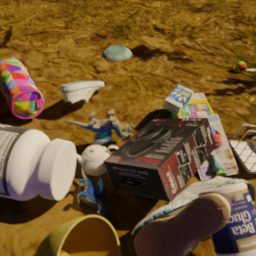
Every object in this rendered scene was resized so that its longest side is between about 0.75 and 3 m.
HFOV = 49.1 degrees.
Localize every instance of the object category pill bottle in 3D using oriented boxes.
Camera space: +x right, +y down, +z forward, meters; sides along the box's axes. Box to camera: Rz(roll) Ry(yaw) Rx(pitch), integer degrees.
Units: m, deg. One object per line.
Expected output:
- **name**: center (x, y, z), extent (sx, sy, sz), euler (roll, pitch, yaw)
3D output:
- **pill bottle**: center (-2.937, 0.814, 6.866), extent (2.995, 1.735, 1.735), euler (9, 41, 9)
- **pill bottle**: center (1.973, 1.925, 5.183), extent (0.925, 0.925, 1.666), euler (-11, 75, -13)

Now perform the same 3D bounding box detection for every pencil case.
- **pencil case**: center (-3.796, -1.451, 9.740), extent (1.224, 1.224, 2.770), euler (-19, 45, -22)

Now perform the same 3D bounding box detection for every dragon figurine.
- **dragon figurine**: center (-0.843, 1.530, 6.979), extent (0.776, 0.459, 1.561), euler (0, 43, -6)
- **dragon figurine**: center (-0.769, 0.047, 7.986), extent (2.002, 0.995, 0.589), euler (-9, 44, -7)

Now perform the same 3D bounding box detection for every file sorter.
- **file sorter**: center (3.540, 0.567, 7.716), extent (0.856, 0.768, 1.234), euler (7, 36, -18)

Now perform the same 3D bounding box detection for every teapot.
- **teapot**: center (-0.870, 0.793, 7.657), extent (0.931, 0.689, 0.943), euler (23, 49, 23)

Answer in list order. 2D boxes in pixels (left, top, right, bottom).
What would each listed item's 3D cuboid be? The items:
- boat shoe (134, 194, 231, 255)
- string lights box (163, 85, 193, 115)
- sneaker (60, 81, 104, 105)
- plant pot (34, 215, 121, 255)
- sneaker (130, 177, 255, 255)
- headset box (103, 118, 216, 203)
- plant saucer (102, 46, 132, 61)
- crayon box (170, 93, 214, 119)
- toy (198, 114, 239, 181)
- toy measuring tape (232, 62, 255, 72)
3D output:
- **boat shoe**: center (0.984, 1.810, 5.050), extent (0.680, 2.098, 0.755), euler (3, 49, -53)
- **string lights box**: center (1.619, -0.916, 9.019), extent (0.567, 0.325, 1.103), euler (29, 46, 16)
- **sneaker**: center (-1.621, -1.270, 10.039), extent (0.782, 0.758, 2.143), euler (7, 17, 31)
- **plant pot**: center (-1.064, 2.449, 5.188), extent (1.131, 1.593, 1.593), euler (-13, 29, 36)
- **sneaker**: center (1.344, 1.905, 6.346), extent (2.880, 1.080, 1.248), euler (-20, 12, -13)
- **headset box**: center (0.750, 0.733, 7.055), extent (1.849, 0.960, 2.485), euler (1, 30, 47)
- **plant saucer**: center (-0.535, -3.617, 13.310), extent (1.439, 0.277, 1.439), euler (1, 40, 0)
- **crayon box**: center (2.113, -0.353, 9.135), extent (1.182, 0.580, 1.990), euler (-4, 40, -2)
- **toy**: center (2.295, 0.439, 7.770), extent (1.070, 0.439, 1.858), euler (-10, 66, -2)
- **toy measuring tape**: center (5.059, -2.630, 12.017), extent (1.199, 0.441, 0.441), euler (-3, 40, -4)
